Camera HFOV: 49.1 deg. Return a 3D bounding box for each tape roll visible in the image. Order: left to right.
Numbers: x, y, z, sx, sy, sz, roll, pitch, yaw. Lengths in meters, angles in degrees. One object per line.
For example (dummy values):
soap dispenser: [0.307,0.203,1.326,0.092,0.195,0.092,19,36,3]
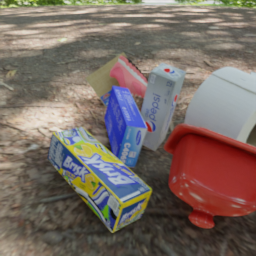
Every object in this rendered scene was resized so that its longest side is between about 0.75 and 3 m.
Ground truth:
tape roll: [3.142,-0.290,8.129,2.537,2.537,1.742,-19,40,-30]

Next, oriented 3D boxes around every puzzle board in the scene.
puzzle board: [-0.575,-2.025,11.805,1.971,1.485,0.171,-36,3,-5]

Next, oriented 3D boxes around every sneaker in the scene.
sneaker: [0.326,-1.628,11.208,2.611,1.132,0.962,47,14,4]

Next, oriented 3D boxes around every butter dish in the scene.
butter dish: [1.841,1.272,6.185,2.497,2.491,1.846,21,74,6]

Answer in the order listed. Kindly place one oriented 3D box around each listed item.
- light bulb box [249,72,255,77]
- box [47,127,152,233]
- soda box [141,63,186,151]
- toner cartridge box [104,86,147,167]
light bulb box: [5.255,-0.771,10.010,2.359,1.472,2.338,17,34,19]
box: [-0.808,1.112,6.882,0.997,0.915,2.846,-12,39,-43]
soda box: [0.939,-0.595,8.636,0.819,2.581,0.881,25,39,18]
toner cartridge box: [-0.183,-0.162,9.098,0.631,1.389,2.923,7,29,-16]
